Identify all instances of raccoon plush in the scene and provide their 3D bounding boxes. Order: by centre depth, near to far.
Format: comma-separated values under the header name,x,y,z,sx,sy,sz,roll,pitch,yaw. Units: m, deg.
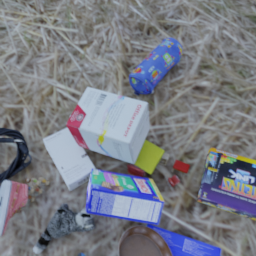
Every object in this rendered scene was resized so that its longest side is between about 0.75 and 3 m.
name,x,y,z,sx,sy,sz,roll,pitch,yaw
raccoon plush,-2.054,3.586,9.574,1.400,1.011,2.089,32,96,3

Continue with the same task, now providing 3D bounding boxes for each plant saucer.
name,x,y,z,sx,sy,sz,roll,pitch,yaw
plant saucer,0.494,3.930,8.280,2.022,0.348,2.022,25,39,-22

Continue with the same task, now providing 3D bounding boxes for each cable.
name,x,y,z,sx,sy,sz,roll,pitch,yaw
cable,-4.920,1.103,10.488,2.354,0.598,1.920,-33,82,-4

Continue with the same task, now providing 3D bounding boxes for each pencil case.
name,x,y,z,sx,sy,sz,roll,pitch,yaw
pencil case,1.253,-2.667,12.297,1.260,1.132,2.901,46,68,-14

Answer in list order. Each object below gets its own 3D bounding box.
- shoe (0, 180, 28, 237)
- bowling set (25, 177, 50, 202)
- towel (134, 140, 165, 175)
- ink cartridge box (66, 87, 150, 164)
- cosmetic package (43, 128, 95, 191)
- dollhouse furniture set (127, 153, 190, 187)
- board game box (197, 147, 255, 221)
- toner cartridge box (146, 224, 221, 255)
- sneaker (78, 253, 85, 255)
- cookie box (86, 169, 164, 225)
name,x,y,z,sx,sy,sz,roll,pitch,yaw
shoe,-3.950,2.763,9.497,0.854,0.671,1.878,22,61,-40
bowling set,-3.416,2.142,10.147,0.531,0.688,0.988,20,67,32
towel,0.136,0.736,10.386,2.343,0.212,1.008,28,83,26
ink cartridge box,-0.577,-0.063,9.701,2.294,1.659,1.667,17,62,17
cosmetic package,-2.201,1.136,10.564,1.184,0.851,2.097,-30,68,-19
dollhouse furniture set,1.142,1.448,10.424,2.122,0.863,1.142,21,66,10
board game box,3.961,2.044,10.230,2.454,0.696,2.029,16,64,8
toner cartridge box,1.658,4.184,9.254,2.520,0.544,1.197,17,64,8
sneaker,-1.137,4.866,8.937,0.705,0.593,1.799,-14,66,-17
cookie box,-0.168,2.187,9.204,2.271,1.943,0.853,12,98,-9
